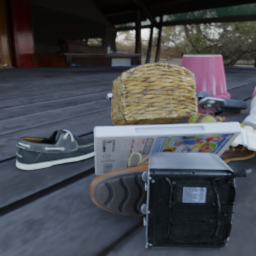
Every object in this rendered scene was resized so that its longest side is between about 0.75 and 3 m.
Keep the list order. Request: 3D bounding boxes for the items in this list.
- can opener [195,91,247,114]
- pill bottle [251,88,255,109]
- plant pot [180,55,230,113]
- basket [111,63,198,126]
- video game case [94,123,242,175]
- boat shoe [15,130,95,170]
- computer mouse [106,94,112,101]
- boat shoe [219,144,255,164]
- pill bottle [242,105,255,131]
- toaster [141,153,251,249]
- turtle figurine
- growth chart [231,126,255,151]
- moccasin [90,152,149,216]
[{"bbox_3d":[4.086,-1.188,12.303,2.600,0.869,0.694,3,-27,-29],"label":"can opener"},{"bbox_3d":[5.683,-0.991,11.268,1.344,1.344,2.453,8,28,25],"label":"pill bottle"},{"bbox_3d":[3.603,-2.281,13.914,2.877,2.575,2.877,0,16,0],"label":"plant pot"},{"bbox_3d":[0.797,-1.145,10.094,2.741,1.956,2.042,-5,-5,-15],"label":"basket"},{"bbox_3d":[0.684,0.509,6.016,2.787,1.996,0.251,-2,60,-7],"label":"video game case"},{"bbox_3d":[-1.716,0.460,7.541,2.497,0.844,0.897,-8,14,-33],"label":"boat shoe"},{"bbox_3d":[-0.974,-1.847,16.567,0.676,0.271,1.233,-7,17,-21],"label":"computer mouse"},{"bbox_3d":[2.777,0.549,7.560,1.828,0.643,0.643,-8,14,-31],"label":"boat shoe"},{"bbox_3d":[4.693,-0.543,8.991,1.979,1.122,1.122,-44,29,-10],"label":"pill bottle"},{"bbox_3d":[0.949,1.100,4.356,1.470,1.329,0.872,0,16,1],"label":"toaster"},{"bbox_3d":[2.761,-0.093,9.339,2.732,0.880,2.203,-8,18,-25],"label":"turtle figurine"},{"bbox_3d":[3.827,0.554,7.107,2.693,0.239,1.949,24,23,22],"label":"growth chart"},{"bbox_3d":[0.459,1.001,5.420,2.581,0.944,0.996,-10,17,-29],"label":"moccasin"}]
